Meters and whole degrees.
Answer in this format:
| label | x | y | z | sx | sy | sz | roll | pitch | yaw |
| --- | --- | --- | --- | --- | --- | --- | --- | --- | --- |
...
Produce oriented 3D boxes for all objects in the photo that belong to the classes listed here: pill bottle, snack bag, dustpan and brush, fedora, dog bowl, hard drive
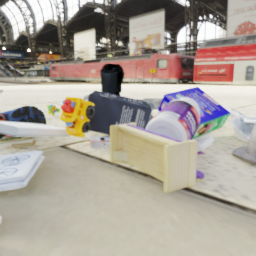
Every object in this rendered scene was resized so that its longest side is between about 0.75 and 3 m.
| label | x | y | z | sx | sy | sz | roll | pitch | yaw |
| --- | --- | --- | --- | --- | --- | --- | --- | --- | --- |
| pill bottle | 1.278 | -0.129 | 7.404 | 1.059 | 1.059 | 1.900 | 6 | 27 | 27 |
| snack bag | -3.027 | 0.929 | 5.588 | 2.402 | 0.257 | 2.265 | -7 | 9 | -9 |
| dustpan and brush | 4.270 | -0.155 | 9.904 | 2.047 | 0.839 | 2.933 | -2 | 9 | -13 |
| fedora | 4.104 | 0.209 | 7.004 | 2.526 | 1.290 | 2.857 | -3 | 12 | -17 |
| dog bowl | 0.939 | -1.129 | 13.180 | 1.716 | 0.503 | 1.716 | 0 | 7 | 0 |
| hard drive | -2.729 | 0.044 | 7.783 | 1.297 | 0.262 | 1.966 | 9 | 2 | 27 |

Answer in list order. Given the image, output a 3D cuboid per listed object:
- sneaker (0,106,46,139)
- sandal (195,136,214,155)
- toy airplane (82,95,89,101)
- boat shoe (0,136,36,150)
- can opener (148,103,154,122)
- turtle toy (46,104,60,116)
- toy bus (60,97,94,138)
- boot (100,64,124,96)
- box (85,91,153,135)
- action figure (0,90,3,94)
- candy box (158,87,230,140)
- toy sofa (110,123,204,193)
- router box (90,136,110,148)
| label | x | y | z | sx | sy | sz | roll | pitch | yaw |
| --- | --- | --- | --- | --- | --- | --- | --- | --- | --- |
| sneaker | -4.064 | -0.133 | 9.454 | 1.153 | 1.108 | 2.940 | -6 | 0 | 38 |
| sandal | 1.775 | 0.563 | 7.156 | 0.632 | 0.382 | 1.554 | -36 | -4 | -8 |
| toy airplane | -2.070 | -1.297 | 15.107 | 1.178 | 0.831 | 1.173 | 16 | 50 | 9 |
| boat shoe | -3.262 | 0.445 | 8.182 | 1.081 | 0.370 | 0.404 | -9 | 21 | -6 |
| can opener | 0.803 | -0.540 | 11.050 | 0.559 | 0.705 | 2.122 | 32 | 14 | -18 |
| turtle toy | -3.804 | -0.934 | 14.275 | 0.382 | 0.550 | 0.755 | -27 | -23 | 22 |
| toy bus | -1.478 | -0.341 | 7.504 | 0.702 | 1.034 | 0.992 | 8 | -11 | 28 |
| boot | -0.559 | -1.665 | 12.632 | 1.108 | 2.438 | 2.902 | 8 | 19 | 10 |
| box | -0.376 | -0.461 | 9.558 | 2.036 | 1.195 | 2.002 | 13 | 10 | -4 |
| action figure | -4.531 | -0.754 | 8.268 | 1.138 | 1.265 | 1.699 | 19 | 4 | 23 |
| candy box | 2.371 | -0.587 | 10.012 | 2.024 | 0.780 | 1.712 | -17 | 52 | -39 |
| toy sofa | 0.589 | 0.523 | 6.286 | 1.130 | 0.959 | 2.315 | -8 | 14 | -31 |
| router box | -0.790 | 0.428 | 8.655 | 0.785 | 0.192 | 0.705 | -3 | 13 | -10 |
